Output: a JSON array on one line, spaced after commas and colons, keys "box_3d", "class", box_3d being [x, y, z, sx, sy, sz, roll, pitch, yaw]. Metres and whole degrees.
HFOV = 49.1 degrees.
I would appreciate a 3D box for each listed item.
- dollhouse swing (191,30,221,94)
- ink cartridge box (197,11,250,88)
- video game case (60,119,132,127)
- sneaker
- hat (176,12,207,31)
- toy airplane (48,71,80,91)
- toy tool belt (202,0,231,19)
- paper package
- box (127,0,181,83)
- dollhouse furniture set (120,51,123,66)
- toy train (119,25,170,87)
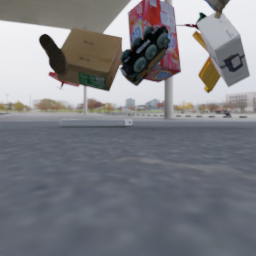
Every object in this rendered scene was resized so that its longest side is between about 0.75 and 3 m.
[{"box_3d": [3.150, -2.838, 12.107, 1.872, 1.935, 2.129, 30, 18, 1], "class": "dollhouse swing"}, {"box_3d": [3.260, -2.649, 9.528, 0.897, 1.540, 2.128, -28, -37, 15], "class": "ink cartridge box"}, {"box_3d": [-1.357, -0.244, 12.974, 2.833, 0.336, 2.578, 0, 2, 7], "class": "video game case"}, {"box_3d": [-2.663, -2.669, 10.474, 0.697, 1.979, 0.748, -31, -20, 4], "class": "sneaker"}, {"box_3d": [2.764, -3.926, 11.180, 0.966, 1.166, 1.027, -10, -22, -47], "class": "hat"}, {"box_3d": [-3.323, -2.814, 14.839, 1.751, 1.751, 0.322, -1, -3, -16], "class": "toy airplane"}, {"box_3d": [2.217, -3.727, 7.693, 0.880, 1.409, 0.866, -26, -21, -30], "class": "toy tool belt"}, {"box_3d": [-1.604, -2.892, 11.799, 2.384, 2.272, 1.233, 14, -31, 7], "class": "paper package"}, {"box_3d": [0.971, -3.334, 10.790, 1.424, 2.857, 1.364, 5, -15, -36], "class": "box"}, {"box_3d": [-1.143, -3.497, 13.805, 1.729, 1.125, 1.588, -11, -6, 29], "class": "dollhouse furniture set"}, {"box_3d": [0.540, -2.270, 8.823, 0.876, 2.055, 1.171, 37, -13, 24], "class": "toy train"}]
